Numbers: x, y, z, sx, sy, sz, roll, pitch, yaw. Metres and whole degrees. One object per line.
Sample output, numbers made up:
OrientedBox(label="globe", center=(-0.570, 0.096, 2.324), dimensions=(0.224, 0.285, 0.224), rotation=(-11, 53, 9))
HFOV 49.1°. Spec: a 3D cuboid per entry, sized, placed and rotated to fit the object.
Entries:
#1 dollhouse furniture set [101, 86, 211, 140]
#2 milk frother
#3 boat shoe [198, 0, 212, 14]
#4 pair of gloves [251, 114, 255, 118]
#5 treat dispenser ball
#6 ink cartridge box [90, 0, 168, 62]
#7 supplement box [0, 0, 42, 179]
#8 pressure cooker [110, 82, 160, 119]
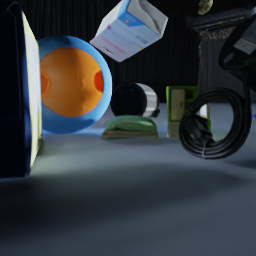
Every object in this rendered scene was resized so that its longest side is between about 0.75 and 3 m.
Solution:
OrientedBox(label="dollhouse furniture set", center=(0.598, -0.423, 6.759), dimensions=(2.418, 1.213, 1.584), rotation=(0, 6, 0))
OrientedBox(label="milk frother", center=(2.454, -0.307, 4.491), dimensions=(2.397, 2.549, 2.300), rotation=(34, 39, -15))
OrientedBox(label="boat shoe", center=(1.991, -3.289, 7.120), dimensions=(0.305, 0.832, 0.261), rotation=(18, -10, 43))
OrientedBox(label="pair of gloves", center=(6.301, -0.535, 12.455), dimensions=(1.252, 0.177, 1.557), rotation=(-5, 9, -42))
OrientedBox(label="treat dispenser ball", center=(-1.679, -1.091, 7.283), dimensions=(2.502, 2.502, 2.502), rotation=(0, 6, 0))
OrientedBox(label="ink cartridge box", center=(-0.073, -3.141, 9.075), dimensions=(1.382, 0.814, 2.401), rotation=(28, -21, -27))
OrientedBox(label="supplement box", center=(-2.839, -0.500, 4.091), dimensions=(2.906, 1.951, 2.903), rotation=(-2, 7, -13))
OrientedBox(label="pressure cooker", center=(0.305, -0.839, 9.555), dimensions=(1.380, 1.359, 1.545), rotation=(-18, -4, 26))
